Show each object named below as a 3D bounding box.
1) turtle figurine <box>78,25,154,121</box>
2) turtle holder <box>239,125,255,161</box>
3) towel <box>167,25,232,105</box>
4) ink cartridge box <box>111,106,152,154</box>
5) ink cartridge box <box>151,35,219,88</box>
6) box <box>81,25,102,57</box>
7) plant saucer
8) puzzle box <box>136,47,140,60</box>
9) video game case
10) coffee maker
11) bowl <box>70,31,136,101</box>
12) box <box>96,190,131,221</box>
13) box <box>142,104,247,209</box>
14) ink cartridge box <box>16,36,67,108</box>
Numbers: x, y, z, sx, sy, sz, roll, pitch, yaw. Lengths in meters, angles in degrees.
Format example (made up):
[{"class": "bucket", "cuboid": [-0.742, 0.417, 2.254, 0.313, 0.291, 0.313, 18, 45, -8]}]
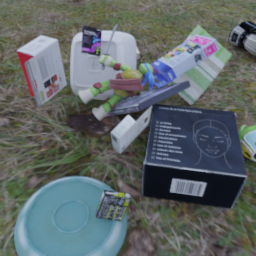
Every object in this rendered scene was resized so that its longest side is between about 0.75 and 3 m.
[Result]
[{"class": "turtle figurine", "cuboid": [-0.424, -1.561, 9.498, 2.420, 1.796, 2.496, -35, 63, 4]}, {"class": "turtle holder", "cuboid": [3.979, 0.514, 8.972, 1.439, 1.093, 1.022, 2, 44, 1]}, {"class": "towel", "cuboid": [2.621, -2.456, 11.114, 1.912, 0.393, 2.563, 39, 92, -9]}, {"class": "ink cartridge box", "cuboid": [0.085, 0.013, 7.640, 0.312, 1.434, 1.245, 40, 75, 13]}, {"class": "ink cartridge box", "cuboid": [1.747, -2.320, 9.653, 2.380, 0.499, 1.420, -35, 28, 2]}, {"class": "box", "cuboid": [-1.202, -2.853, 9.197, 0.644, 0.163, 0.901, 4, 84, -25]}, {"class": "plant saucer", "cuboid": [-1.506, 2.429, 7.456, 2.992, 0.410, 2.992, 1, 43, -1]}, {"class": "puzzle box", "cuboid": [-1.037, -3.943, 14.214, 2.945, 0.374, 1.959, -8, 44, -8]}, {"class": "video game case", "cuboid": [0.447, -0.973, 9.863, 2.126, 0.282, 2.977, -27, 12, -27]}, {"class": "coffee maker", "cuboid": [6.494, -4.382, 14.202, 2.001, 1.403, 2.084, 2, 37, -37]}, {"class": "bowl", "cuboid": [-1.058, -2.333, 10.395, 2.590, 2.593, 0.968, 7, 8, 17]}, {"class": "box", "cuboid": [-0.380, 1.963, 7.031, 0.703, 0.878, 0.194, 10, 34, -14]}, {"class": "box", "cuboid": [1.846, 0.736, 8.336, 2.604, 1.614, 2.560, 7, 44, 7]}, {"class": "ink cartridge box", "cuboid": [-2.992, -1.890, 9.488, 0.767, 1.830, 1.607, 19, 47, 20]}]
